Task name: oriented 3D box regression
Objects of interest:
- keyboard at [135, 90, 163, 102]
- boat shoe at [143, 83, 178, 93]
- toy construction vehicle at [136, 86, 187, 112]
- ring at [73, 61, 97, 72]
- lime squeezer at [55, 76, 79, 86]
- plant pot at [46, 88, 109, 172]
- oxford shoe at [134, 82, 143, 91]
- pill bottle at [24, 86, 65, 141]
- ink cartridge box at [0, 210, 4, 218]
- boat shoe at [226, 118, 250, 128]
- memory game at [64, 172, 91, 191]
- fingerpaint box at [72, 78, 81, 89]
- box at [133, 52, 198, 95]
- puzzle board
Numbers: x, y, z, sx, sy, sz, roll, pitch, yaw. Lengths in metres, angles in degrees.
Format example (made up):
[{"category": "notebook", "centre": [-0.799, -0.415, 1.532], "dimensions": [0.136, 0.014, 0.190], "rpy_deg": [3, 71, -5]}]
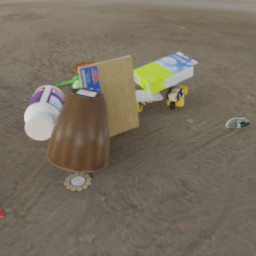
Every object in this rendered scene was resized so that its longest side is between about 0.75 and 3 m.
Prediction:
[{"category": "keyboard", "centre": [0.156, -1.402, 12.372], "dimensions": [2.768, 0.148, 0.779], "rpy_deg": [-6, 47, -18]}, {"category": "boat shoe", "centre": [1.174, -2.109, 13.856], "dimensions": [2.709, 0.772, 0.906], "rpy_deg": [4, 54, 23]}, {"category": "toy construction vehicle", "centre": [1.535, -1.417, 13.424], "dimensions": [2.299, 0.930, 2.641], "rpy_deg": [2, 28, 24]}, {"category": "ring", "centre": [-2.521, -3.898, 17.787], "dimensions": [1.962, 0.188, 1.962], "rpy_deg": [0, 33, 0]}, {"category": "lime squeezer", "centre": [-2.744, -2.755, 15.891], "dimensions": [2.619, 0.494, 0.925], "rpy_deg": [-31, 13, -37]}, {"category": "plant pot", "centre": [-1.525, -0.077, 9.343], "dimensions": [2.158, 2.309, 2.158], "rpy_deg": [10, 20, -4]}, {"category": "oxford shoe", "centre": [-0.183, -1.615, 13.464], "dimensions": [2.050, 0.722, 0.767], "rpy_deg": [-19, 39, 5]}, {"category": "pill bottle", "centre": [-3.403, -0.614, 11.448], "dimensions": [1.410, 1.410, 2.530], "rpy_deg": [-2, 32, -4]}, {"category": "ink cartridge box", "centre": [-4.994, 2.149, 7.986], "dimensions": [2.047, 0.519, 2.323], "rpy_deg": [-24, 40, -31]}, {"category": "boat shoe", "centre": [4.620, -0.172, 11.736], "dimensions": [1.107, 0.403, 0.342], "rpy_deg": [-9, 29, -23]}, {"category": "memory game", "centre": [-1.621, 1.732, 9.063], "dimensions": [0.872, 0.056, 0.872], "rpy_deg": [0, 32, 0]}, {"category": "fingerpaint box", "centre": [-1.872, -1.604, 13.036], "dimensions": [1.244, 0.547, 1.491], "rpy_deg": [36, 7, -29]}, {"category": "box", "centre": [1.724, -2.606, 13.063], "dimensions": [2.656, 0.633, 1.620], "rpy_deg": [-26, 43, -16]}, {"category": "puzzle board", "centre": [-0.679, -1.098, 10.836], "dimensions": [2.232, 2.962, 0.258], "rpy_deg": [-20, 26, -27]}]
